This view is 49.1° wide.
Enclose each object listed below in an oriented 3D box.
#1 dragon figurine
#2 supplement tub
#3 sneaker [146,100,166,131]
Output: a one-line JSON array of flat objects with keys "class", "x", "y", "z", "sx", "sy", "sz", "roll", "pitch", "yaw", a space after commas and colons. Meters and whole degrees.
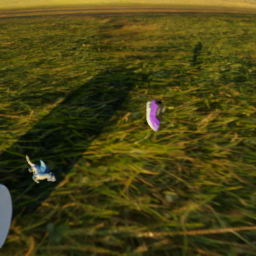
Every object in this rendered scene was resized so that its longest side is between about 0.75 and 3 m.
[{"class": "dragon figurine", "x": -2.313, "y": 1.094, "z": 7.459, "sx": 0.528, "sy": 0.313, "sz": 1.063, "roll": -33, "pitch": 56, "yaw": -7}, {"class": "supplement tub", "x": -4.511, "y": 2.176, "z": 6.779, "sx": 2.706, "sy": 1.967, "sz": 1.967, "roll": 1, "pitch": 32, "yaw": 2}, {"class": "sneaker", "x": 0.925, "y": -0.472, "z": 8.914, "sx": 0.583, "sy": 0.407, "sz": 1.171, "roll": -22, "pitch": 49, "yaw": 25}]
